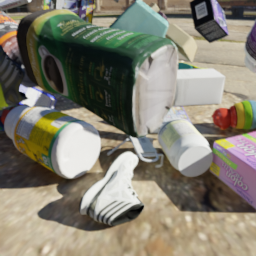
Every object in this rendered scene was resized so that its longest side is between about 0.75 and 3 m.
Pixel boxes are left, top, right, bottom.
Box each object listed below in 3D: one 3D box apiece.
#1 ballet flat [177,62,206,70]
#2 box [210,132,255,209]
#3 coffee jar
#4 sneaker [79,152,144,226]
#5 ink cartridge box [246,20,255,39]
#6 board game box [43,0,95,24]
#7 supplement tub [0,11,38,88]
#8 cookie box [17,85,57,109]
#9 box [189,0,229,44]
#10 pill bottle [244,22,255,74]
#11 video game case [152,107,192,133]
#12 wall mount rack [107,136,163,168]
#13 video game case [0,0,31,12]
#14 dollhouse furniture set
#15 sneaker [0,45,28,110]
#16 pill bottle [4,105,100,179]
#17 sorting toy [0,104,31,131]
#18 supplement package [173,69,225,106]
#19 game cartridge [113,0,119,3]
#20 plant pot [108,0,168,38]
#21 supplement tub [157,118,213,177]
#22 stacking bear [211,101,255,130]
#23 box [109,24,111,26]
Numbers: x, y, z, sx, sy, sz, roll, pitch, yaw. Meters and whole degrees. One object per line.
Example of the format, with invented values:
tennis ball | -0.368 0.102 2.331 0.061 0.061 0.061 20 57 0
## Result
ballet flat | 3.602 -2.936 15.143 2.543 0.850 0.852 21 12 30
box | 3.472 0.945 7.109 2.000 0.967 1.759 -12 29 -21
coffee jar | -0.625 -1.035 4.671 2.806 1.463 1.197 28 49 30
sneaker | -0.047 1.465 6.529 1.220 0.800 2.120 22 41 21
ink cartridge box | 4.905 -3.026 8.013 2.221 1.928 0.484 29 12 14
board game box | -2.016 -3.554 9.384 1.614 1.952 0.554 6 16 -13
supplement tub | -3.664 -2.422 8.511 2.987 1.598 1.598 39 42 22
cookie box | -4.112 -1.268 10.420 1.900 0.835 2.222 18 -5 31
box | 2.919 -3.885 10.035 0.776 1.101 1.488 -16 -14 35
pill bottle | 3.542 -2.235 6.680 1.149 2.044 1.149 1 62 -1
video game case | 1.404 -0.310 10.238 1.488 0.373 1.642 -1 27 -1
wall mount rack | 0.181 0.739 8.009 1.424 0.611 1.639 -3 27 -13
video game case | -1.759 -2.023 4.306 0.734 0.093 0.806 -11 45 12
dollhouse furniture set | 0.595 -2.875 8.981 1.950 2.177 2.747 -40 48 9
sneaker | -2.455 -1.231 5.525 0.726 1.794 0.663 -14 36 -23
pill bottle | -2.242 0.234 7.868 2.739 1.545 1.545 21 33 34
sorting toy | -4.120 -0.615 9.445 2.417 1.452 0.992 29 60 -3
supplement package | 2.876 -1.765 12.128 2.095 1.255 1.270 -3 27 -7
game cartridge | -0.535 -4.526 9.108 0.164 0.525 0.788 -3 -17 31
plant pot | -0.006 -2.209 7.681 1.598 2.261 1.598 34 26 -10
supplement tub | 1.551 0.517 7.778 1.127 1.127 1.554 -6 28 -11
stacking bear | 3.901 -0.387 9.751 1.894 1.077 1.150 -5 16 7
box | -0.418 -3.106 11.347 0.561 2.237 0.842 35 50 22
